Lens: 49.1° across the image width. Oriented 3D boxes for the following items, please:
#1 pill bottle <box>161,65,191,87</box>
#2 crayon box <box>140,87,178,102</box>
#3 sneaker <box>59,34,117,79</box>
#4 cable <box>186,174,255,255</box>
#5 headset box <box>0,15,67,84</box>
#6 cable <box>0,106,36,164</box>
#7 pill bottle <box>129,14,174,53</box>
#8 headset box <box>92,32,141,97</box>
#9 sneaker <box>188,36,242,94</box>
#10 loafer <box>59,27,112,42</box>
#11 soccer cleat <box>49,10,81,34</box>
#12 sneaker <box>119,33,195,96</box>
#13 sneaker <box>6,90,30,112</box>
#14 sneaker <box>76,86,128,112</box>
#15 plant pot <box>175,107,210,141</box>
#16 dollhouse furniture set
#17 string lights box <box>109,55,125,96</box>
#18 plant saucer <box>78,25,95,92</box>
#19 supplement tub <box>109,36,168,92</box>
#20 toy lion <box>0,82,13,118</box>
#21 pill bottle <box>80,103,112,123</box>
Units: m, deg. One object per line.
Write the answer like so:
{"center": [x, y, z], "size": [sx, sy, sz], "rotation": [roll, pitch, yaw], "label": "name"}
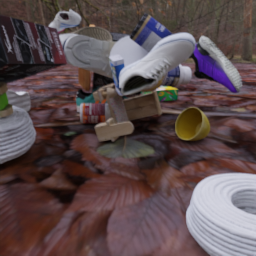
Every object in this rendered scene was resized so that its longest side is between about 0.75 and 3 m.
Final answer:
{"center": [1.426, -1.923, 10.088], "size": [1.599, 0.888, 0.888], "rotation": [0, 15, -21], "label": "pill bottle"}
{"center": [1.502, -1.779, 14.094], "size": [1.156, 0.567, 1.946], "rotation": [-6, 17, -21], "label": "crayon box"}
{"center": [-1.034, -2.227, 8.682], "size": [1.196, 1.135, 2.971], "rotation": [18, 5, 39], "label": "sneaker"}
{"center": [1.670, 1.176, 3.665], "size": [1.788, 0.619, 1.787], "rotation": [9, 18, 30], "label": "cable"}
{"center": [-2.815, -1.659, 6.469], "size": [1.934, 1.003, 2.598], "rotation": [-13, 7, 17], "label": "headset box"}
{"center": [-3.624, 0.151, 6.636], "size": [2.747, 0.951, 2.746], "rotation": [12, 20, 37], "label": "cable"}
{"center": [0.711, -2.102, 6.777], "size": [1.253, 0.701, 0.701], "rotation": [34, 12, -11], "label": "pill bottle"}
{"center": [-0.342, -2.296, 11.018], "size": [2.032, 2.731, 1.055], "rotation": [4, 58, -7], "label": "headset box"}
{"center": [2.184, -1.470, 7.249], "size": [0.581, 1.671, 0.831], "rotation": [-28, -10, -48], "label": "sneaker"}
{"center": [-1.599, -2.783, 9.371], "size": [2.151, 0.814, 0.734], "rotation": [-11, -24, -8], "label": "loafer"}
{"center": [-1.827, -2.915, 7.606], "size": [1.225, 0.428, 0.529], "rotation": [-3, -20, 34], "label": "soccer cleat"}
{"center": [0.563, -1.179, 5.667], "size": [1.829, 0.668, 0.648], "rotation": [-29, 42, 34], "label": "sneaker"}
{"center": [-4.758, -0.802, 10.026], "size": [1.716, 1.094, 2.969], "rotation": [-3, 7, -3], "label": "sneaker"}
{"center": [-0.878, -1.130, 10.798], "size": [2.449, 0.978, 0.874], "rotation": [-2, 13, 12], "label": "sneaker"}
{"center": [1.858, -0.025, 7.683], "size": [0.656, 0.924, 0.924], "rotation": [21, 1, -36], "label": "plant pot"}
{"center": [0.002, -0.695, 8.396], "size": [1.222, 1.431, 2.760], "rotation": [-12, 12, 21], "label": "dollhouse furniture set"}
{"center": [-0.214, -1.293, 6.898], "size": [0.264, 0.895, 0.460], "rotation": [-17, 30, -10], "label": "string lights box"}
{"center": [-1.626, -2.699, 10.926], "size": [0.473, 2.529, 2.529], "rotation": [6, 15, -7], "label": "plant saucer"}
{"center": [0.339, -1.806, 8.151], "size": [1.352, 1.352, 1.859], "rotation": [6, 0, 20], "label": "supplement tub"}
{"center": [-4.030, -0.385, 5.931], "size": [2.269, 0.779, 2.175], "rotation": [7, 27, 19], "label": "toy lion"}
{"center": [-0.971, -0.489, 9.413], "size": [1.225, 0.671, 0.671], "rotation": [0, 16, -4], "label": "pill bottle"}
